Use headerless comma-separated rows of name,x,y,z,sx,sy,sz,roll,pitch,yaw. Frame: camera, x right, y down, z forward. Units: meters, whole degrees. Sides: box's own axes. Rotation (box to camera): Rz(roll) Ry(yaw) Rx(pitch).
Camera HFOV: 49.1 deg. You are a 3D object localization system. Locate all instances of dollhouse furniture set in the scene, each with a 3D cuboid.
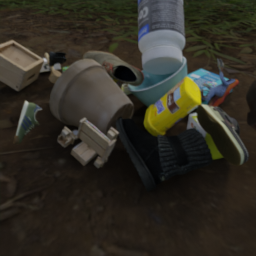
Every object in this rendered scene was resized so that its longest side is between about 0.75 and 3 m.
dollhouse furniture set,-0.989,0.084,7.862,1.627,1.907,0.931,39,46,11

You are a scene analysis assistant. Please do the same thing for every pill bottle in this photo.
pill bottle,1.189,-3.555,10.141,1.675,1.675,2.945,0,75,0

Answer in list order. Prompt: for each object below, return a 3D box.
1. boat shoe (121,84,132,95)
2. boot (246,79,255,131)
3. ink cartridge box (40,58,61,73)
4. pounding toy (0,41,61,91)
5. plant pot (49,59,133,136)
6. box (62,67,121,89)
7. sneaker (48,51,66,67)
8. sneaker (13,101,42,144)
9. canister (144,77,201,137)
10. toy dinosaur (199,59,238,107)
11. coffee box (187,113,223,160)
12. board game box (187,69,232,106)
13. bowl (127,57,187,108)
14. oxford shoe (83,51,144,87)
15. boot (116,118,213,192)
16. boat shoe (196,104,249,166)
boat shoe,0.283,-1.858,11.870,1.344,0.573,0.496,-19,45,-26
boot,4.525,-0.316,8.351,2.190,0.703,2.041,30,64,-17
ink cartridge box,-3.972,-3.063,13.585,1.199,0.504,0.872,-14,27,-19
pounding toy,-4.350,-2.532,12.345,2.678,1.225,2.352,32,31,-5
plant pot,-0.984,-0.755,9.101,2.011,2.318,2.318,34,46,22
box,-1.470,-1.736,11.247,1.853,1.130,1.785,-14,38,-20
sneaker,-2.987,-2.888,11.944,0.727,1.393,0.418,12,78,-11
sneaker,-3.077,-0.111,8.663,0.610,1.360,0.456,15,-7,-21
canister,1.429,-0.674,9.076,0.785,1.813,1.347,39,33,-16
toy dinosaur,3.298,-1.234,10.325,2.112,1.222,2.327,-8,74,-20
coffee box,2.500,0.222,8.479,1.095,1.094,1.083,-9,36,-13
board game box,3.017,-1.672,11.679,2.248,0.527,1.697,-27,44,-32
bowl,1.278,-1.543,10.482,2.348,1.228,2.348,-25,25,13
oxford shoe,-0.601,-2.237,10.141,2.453,0.864,0.917,21,11,8
boot,0.918,0.376,7.879,1.971,0.992,2.636,-28,51,-1
boat shoe,2.497,0.044,7.181,0.726,0.789,2.208,-12,37,-9
